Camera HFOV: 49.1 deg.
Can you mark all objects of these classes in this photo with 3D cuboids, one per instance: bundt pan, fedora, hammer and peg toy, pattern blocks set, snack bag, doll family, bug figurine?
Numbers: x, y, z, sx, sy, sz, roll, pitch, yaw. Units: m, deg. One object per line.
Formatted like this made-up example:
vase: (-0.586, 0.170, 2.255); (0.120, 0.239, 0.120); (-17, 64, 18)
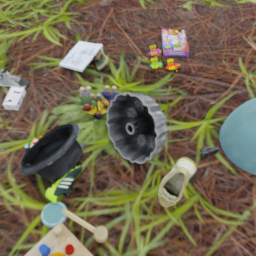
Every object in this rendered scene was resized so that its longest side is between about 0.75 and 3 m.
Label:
bundt pan: (0.379, -0.071, 9.945); (0.960, 2.557, 2.557); (-19, 53, -41)
fedora: (-2.463, 0.953, 9.672); (2.410, 1.100, 2.410); (-25, 31, 16)
hammer and peg toy: (-1.810, 3.631, 8.116); (1.782, 0.854, 2.422); (35, 61, 24)
pattern blocks set: (-3.460, 0.651, 10.757); (0.922, 0.075, 0.811); (18, 56, 12)
snack bag: (-2.238, -3.422, 13.239); (1.641, 0.186, 1.740); (19, 66, 34)
doll family: (-0.858, -0.899, 11.370); (2.506, 0.983, 1.449); (-6, 49, -8)
bug figurine: (1.691, -3.369, 13.356); (1.380, 0.458, 1.779); (-7, 68, 5)

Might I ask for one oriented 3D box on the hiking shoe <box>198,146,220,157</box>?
hiking shoe: (3.032, 0.796, 10.445); (0.802, 0.304, 0.404); (-12, 48, -19)

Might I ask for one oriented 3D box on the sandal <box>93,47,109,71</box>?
sandal: (-1.438, -3.355, 13.243); (0.732, 0.526, 1.843); (-44, 46, 21)

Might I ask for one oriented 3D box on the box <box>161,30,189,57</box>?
box: (2.366, -4.329, 14.218); (1.212, 0.346, 1.771); (0, 54, 0)

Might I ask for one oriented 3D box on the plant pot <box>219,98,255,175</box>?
plant pot: (5.023, -0.008, 10.068); (2.945, 1.983, 2.945); (0, 54, 1)

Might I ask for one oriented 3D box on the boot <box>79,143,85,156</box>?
boot: (-2.040, 0.788, 10.577); (0.787, 0.275, 0.518); (8, 50, -7)

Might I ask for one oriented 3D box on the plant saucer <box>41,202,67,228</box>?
plant saucer: (-2.428, 2.809, 9.161); (0.866, 0.119, 0.866); (0, 53, 1)

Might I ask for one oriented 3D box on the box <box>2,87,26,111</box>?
box: (-4.862, -1.262, 12.005); (0.610, 0.314, 1.046); (4, 54, 3)

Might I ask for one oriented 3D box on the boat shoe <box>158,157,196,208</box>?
boat shoe: (1.284, 1.689, 7.991); (0.728, 1.997, 0.628); (36, 42, 13)

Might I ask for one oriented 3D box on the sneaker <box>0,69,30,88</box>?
sneaker: (-5.156, -2.197, 12.366); (1.441, 0.832, 0.541); (3, 54, 3)

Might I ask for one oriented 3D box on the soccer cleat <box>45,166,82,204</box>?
soccer cleat: (-2.109, 1.931, 9.620); (0.639, 0.533, 1.578); (49, 58, 0)
